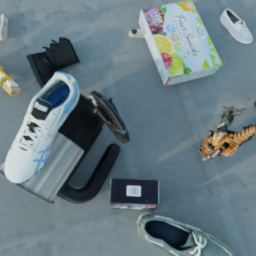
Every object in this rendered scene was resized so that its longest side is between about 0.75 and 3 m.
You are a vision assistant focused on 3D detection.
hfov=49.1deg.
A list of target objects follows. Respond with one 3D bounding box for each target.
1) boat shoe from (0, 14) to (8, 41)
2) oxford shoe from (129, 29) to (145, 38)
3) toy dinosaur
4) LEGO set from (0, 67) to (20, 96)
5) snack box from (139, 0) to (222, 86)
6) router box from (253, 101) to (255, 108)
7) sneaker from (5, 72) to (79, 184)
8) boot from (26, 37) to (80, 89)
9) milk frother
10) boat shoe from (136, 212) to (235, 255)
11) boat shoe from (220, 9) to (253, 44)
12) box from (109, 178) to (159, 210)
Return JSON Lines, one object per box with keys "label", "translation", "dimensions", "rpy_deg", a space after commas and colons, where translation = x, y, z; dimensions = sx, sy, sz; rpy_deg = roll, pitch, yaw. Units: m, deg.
{"label": "boat shoe", "translation": [-4.425, -3.405, 9.567], "dimensions": [0.473, 0.381, 1.020], "rpy_deg": [-6, 67, 8]}
{"label": "oxford shoe", "translation": [0.437, -3.259, 9.555], "dimensions": [0.834, 0.241, 0.313], "rpy_deg": [-5, 70, -4]}
{"label": "toy dinosaur", "translation": [2.687, 0.312, 7.410], "dimensions": [1.522, 2.243, 1.145], "rpy_deg": [-46, 111, -18]}
{"label": "LEGO set", "translation": [-4.580, -1.684, 8.733], "dimensions": [2.558, 1.177, 0.952], "rpy_deg": [40, 93, -12]}
{"label": "snack box", "translation": [1.638, -2.785, 9.091], "dimensions": [1.837, 0.684, 2.583], "rpy_deg": [-16, 74, -13]}
{"label": "router box", "translation": [4.910, -0.337, 8.526], "dimensions": [1.368, 0.454, 1.740], "rpy_deg": [-22, 74, -7]}
{"label": "sneaker", "translation": [-2.052, -0.067, 6.413], "dimensions": [0.993, 1.002, 2.764], "rpy_deg": [22, 76, 15]}
{"label": "boot", "translation": [-2.267, -1.942, 8.945], "dimensions": [1.504, 0.679, 1.835], "rpy_deg": [-26, 72, -9]}
{"label": "milk frother", "translation": [-1.559, 0.491, 6.997], "dimensions": [2.659, 2.947, 2.772], "rpy_deg": [30, 76, 5]}
{"label": "boat shoe", "translation": [1.536, 3.059, 7.257], "dimensions": [2.843, 0.878, 1.035], "rpy_deg": [25, 75, 8]}
{"label": "boat shoe", "translation": [3.718, -3.464, 9.487], "dimensions": [0.504, 0.480, 1.401], "rpy_deg": [-30, 75, -9]}
{"label": "box", "translation": [0.155, 1.800, 7.491], "dimensions": [1.250, 1.138, 0.650], "rpy_deg": [2, 68, 1]}
